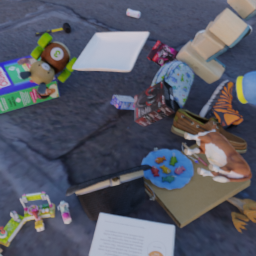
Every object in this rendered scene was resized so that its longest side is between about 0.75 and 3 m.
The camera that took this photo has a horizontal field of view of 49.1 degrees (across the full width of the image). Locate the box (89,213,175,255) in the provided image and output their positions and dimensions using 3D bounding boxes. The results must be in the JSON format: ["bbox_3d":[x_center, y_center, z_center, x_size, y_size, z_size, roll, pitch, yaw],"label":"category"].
[{"bbox_3d":[-0.036,3.157,5.333,1.571,1.231,2.526,8,53,7],"label":"box"}]

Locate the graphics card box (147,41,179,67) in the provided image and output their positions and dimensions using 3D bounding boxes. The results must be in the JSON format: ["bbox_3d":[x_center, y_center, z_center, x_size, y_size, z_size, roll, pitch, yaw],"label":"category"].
[{"bbox_3d":[1.485,-2.811,11.137,1.298,0.330,0.814,38,96,22],"label":"graphics card box"}]

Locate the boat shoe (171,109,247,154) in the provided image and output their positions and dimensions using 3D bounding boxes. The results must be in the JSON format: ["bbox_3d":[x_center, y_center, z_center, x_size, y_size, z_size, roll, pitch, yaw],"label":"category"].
[{"bbox_3d":[2.541,0.083,8.711,2.394,0.814,0.861,18,19,15],"label":"boat shoe"}]

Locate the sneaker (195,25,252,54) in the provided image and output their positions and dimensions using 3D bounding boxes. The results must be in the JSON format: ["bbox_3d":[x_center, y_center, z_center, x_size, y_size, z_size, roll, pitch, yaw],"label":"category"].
[{"bbox_3d":[4.588,-4.031,12.955,2.667,0.943,1.323,-10,48,-2],"label":"sneaker"}]

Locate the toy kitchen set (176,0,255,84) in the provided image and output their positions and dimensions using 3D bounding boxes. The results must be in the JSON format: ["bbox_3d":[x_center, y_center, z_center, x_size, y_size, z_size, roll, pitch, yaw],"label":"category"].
[{"bbox_3d":[3.228,-3.052,9.050,1.591,2.701,2.164,36,75,-9],"label":"toy kitchen set"}]

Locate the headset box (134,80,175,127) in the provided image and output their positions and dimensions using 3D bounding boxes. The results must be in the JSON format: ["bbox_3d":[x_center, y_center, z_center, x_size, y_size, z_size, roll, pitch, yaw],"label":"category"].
[{"bbox_3d":[0.680,-0.656,8.039,1.249,0.468,0.928,-26,49,36],"label":"headset box"}]

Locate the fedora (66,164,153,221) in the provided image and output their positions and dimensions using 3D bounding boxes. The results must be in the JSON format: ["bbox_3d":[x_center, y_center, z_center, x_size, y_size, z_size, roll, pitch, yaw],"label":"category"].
[{"bbox_3d":[-0.354,1.671,6.980,2.261,2.261,1.033,-14,81,-13],"label":"fedora"}]

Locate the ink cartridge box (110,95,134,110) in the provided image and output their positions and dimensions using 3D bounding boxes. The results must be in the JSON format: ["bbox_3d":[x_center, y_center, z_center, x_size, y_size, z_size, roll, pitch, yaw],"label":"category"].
[{"bbox_3d":[-0.197,-0.895,9.814,0.850,0.325,0.580,3,25,-29],"label":"ink cartridge box"}]

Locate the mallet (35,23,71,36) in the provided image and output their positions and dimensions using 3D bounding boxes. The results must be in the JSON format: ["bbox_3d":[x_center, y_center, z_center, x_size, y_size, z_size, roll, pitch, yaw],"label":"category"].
[{"bbox_3d":[-3.832,-4.993,14.298,1.830,0.377,0.603,-11,47,-5],"label":"mallet"}]

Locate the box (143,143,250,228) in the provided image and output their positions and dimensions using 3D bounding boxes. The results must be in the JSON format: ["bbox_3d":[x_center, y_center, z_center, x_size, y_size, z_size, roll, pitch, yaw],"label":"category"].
[{"bbox_3d":[1.786,1.434,7.806,2.414,0.257,1.973,-23,43,-21],"label":"box"}]

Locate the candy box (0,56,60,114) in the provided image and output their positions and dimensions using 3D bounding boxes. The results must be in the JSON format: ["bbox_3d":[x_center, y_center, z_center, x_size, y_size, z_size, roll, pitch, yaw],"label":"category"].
[{"bbox_3d":[-4.088,-1.725,10.596,2.423,0.933,2.049,-21,50,-18],"label":"candy box"}]

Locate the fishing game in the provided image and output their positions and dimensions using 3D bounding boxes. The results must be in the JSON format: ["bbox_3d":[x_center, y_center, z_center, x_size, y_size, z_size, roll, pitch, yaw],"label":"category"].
[{"bbox_3d":[1.106,1.066,7.890,2.088,0.325,1.495,-23,46,-21],"label":"fishing game"}]

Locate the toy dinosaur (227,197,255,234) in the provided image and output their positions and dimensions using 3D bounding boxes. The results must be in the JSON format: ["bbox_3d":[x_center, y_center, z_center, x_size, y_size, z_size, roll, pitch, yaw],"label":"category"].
[{"bbox_3d":[3.003,2.045,7.222,2.388,0.721,1.268,20,21,27],"label":"toy dinosaur"}]

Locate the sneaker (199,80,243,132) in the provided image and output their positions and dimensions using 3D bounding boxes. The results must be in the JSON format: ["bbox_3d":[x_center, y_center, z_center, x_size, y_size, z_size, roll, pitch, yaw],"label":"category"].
[{"bbox_3d":[3.429,-0.662,9.727,1.272,0.881,2.271,29,62,20],"label":"sneaker"}]

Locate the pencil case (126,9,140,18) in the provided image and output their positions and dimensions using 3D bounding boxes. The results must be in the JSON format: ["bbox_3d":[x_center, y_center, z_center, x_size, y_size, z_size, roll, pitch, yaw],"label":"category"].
[{"bbox_3d":[0.297,-6.376,15.613,0.791,0.359,0.329,25,26,21],"label":"pencil case"}]

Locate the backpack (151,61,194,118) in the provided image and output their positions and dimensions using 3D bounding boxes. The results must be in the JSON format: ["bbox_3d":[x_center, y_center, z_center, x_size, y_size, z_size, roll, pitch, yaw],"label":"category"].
[{"bbox_3d":[1.517,-1.472,9.660,1.411,1.330,1.730,37,53,-24],"label":"backpack"}]

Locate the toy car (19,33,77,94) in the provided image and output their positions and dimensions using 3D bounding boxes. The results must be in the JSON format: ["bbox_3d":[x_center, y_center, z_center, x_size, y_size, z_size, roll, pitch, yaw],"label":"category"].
[{"bbox_3d":[-2.778,-1.968,9.358,1.460,1.402,1.777,40,48,-15],"label":"toy car"}]

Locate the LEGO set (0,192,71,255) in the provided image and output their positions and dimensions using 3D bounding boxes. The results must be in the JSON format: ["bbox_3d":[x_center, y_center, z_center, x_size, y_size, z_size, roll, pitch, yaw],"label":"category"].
[{"bbox_3d":[-2.546,2.228,6.760,2.213,0.824,1.018,-23,50,-21],"label":"LEGO set"}]

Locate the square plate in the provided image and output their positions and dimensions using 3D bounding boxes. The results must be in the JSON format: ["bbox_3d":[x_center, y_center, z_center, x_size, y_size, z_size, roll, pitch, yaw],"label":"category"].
[{"bbox_3d":[-0.516,-2.438,9.064,2.032,0.289,2.013,6,52,22],"label":"square plate"}]

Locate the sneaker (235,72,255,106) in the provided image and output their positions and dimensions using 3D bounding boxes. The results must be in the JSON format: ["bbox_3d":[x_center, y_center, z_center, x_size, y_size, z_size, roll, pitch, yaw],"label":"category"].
[{"bbox_3d":[4.092,-1.167,8.164,1.120,0.942,2.857,-6,2,38],"label":"sneaker"}]

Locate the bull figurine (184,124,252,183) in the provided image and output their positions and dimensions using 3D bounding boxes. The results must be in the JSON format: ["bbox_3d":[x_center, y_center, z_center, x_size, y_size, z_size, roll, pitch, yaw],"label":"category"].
[{"bbox_3d":[1.940,0.530,6.358,1.147,0.615,1.889,-3,31,-19],"label":"bull figurine"}]
